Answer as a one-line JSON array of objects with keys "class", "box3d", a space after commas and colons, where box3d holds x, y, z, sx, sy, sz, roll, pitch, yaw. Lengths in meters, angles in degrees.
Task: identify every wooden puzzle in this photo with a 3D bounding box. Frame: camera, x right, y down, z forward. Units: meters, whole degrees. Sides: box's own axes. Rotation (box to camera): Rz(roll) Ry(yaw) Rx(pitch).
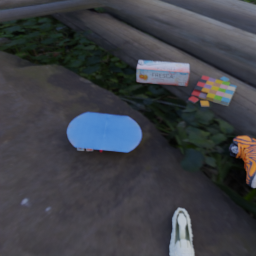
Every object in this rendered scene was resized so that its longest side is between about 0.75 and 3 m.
[{"class": "wooden puzzle", "box3d": [3.799, -1.659, 12.323, 1.594, 0.189, 2.688, 19, 45, 21]}]

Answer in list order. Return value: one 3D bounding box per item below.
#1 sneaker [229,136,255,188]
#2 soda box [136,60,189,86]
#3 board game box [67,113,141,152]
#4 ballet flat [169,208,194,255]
[{"class": "sneaker", "box3d": [3.768, 1.013, 8.922, 1.226, 0.849, 2.189, 19, 34, 26]}, {"class": "soda box", "box3d": [1.593, -2.525, 12.890, 2.372, 0.754, 0.811, 6, 42, 6]}, {"class": "board game box", "box3d": [-0.834, 0.282, 9.925, 2.571, 0.501, 2.031, 6, 37, -2]}, {"class": "ballet flat", "box3d": [1.328, 2.769, 7.006, 0.608, 0.608, 1.694, 2, 42, 3]}]
